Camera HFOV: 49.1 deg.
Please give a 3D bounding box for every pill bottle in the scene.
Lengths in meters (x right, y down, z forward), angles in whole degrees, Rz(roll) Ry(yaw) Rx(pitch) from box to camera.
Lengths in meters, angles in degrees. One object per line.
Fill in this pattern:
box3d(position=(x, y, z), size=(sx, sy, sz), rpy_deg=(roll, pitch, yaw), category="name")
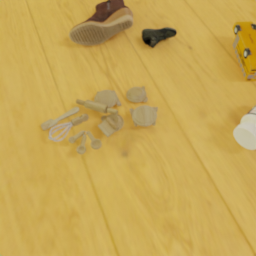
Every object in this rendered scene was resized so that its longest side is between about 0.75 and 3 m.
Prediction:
box3d(position=(4.521, -0.203, 9.408), size=(1.939, 1.123, 1.123), rpy_deg=(-37, 67, -19), category="pill bottle")

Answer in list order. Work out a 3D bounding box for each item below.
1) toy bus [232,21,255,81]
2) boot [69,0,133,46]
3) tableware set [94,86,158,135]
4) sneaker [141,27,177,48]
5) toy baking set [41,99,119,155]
box3d(position=(4.820, -3.122, 11.178), size=(0.801, 0.963, 2.460), rpy_deg=(-5, 60, -1), category="toy bus")
box3d(position=(-1.258, -4.726, 12.296), size=(2.869, 1.038, 2.386), rpy_deg=(-16, 46, -3), category="boot")
box3d(position=(-0.116, -0.723, 10.191), size=(2.334, 0.271, 1.950), rpy_deg=(-10, 57, -2), category="tableware set")
box3d(position=(1.314, -3.780, 11.811), size=(1.493, 0.571, 0.855), rpy_deg=(-1, 62, 3), category="sneaker")
box3d(position=(-1.652, -0.181, 9.624), size=(2.650, 0.308, 2.034), rpy_deg=(21, 60, 21), category="toy baking set")
